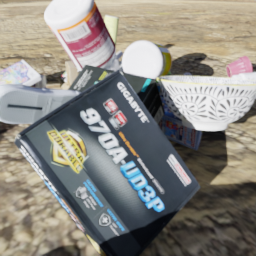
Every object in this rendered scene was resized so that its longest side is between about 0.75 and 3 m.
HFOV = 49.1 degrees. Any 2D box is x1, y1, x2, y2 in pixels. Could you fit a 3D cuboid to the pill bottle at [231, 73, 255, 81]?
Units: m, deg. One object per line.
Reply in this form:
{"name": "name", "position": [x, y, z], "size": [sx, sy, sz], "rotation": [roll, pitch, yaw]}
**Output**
{"name": "pill bottle", "position": [5.116, -2.029, 12.105], "size": [1.186, 0.672, 0.672], "rotation": [-6, 31, -11]}

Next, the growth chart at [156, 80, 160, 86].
{"name": "growth chart", "position": [1.698, -1.685, 10.464], "size": [2.149, 0.263, 2.970], "rotation": [-2, 16, -9]}

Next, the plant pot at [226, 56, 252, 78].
{"name": "plant pot", "position": [5.154, -2.751, 13.135], "size": [0.916, 1.024, 1.024], "rotation": [-15, 30, 4]}

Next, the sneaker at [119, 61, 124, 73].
{"name": "sneaker", "position": [-0.224, -2.253, 11.770], "size": [1.068, 1.014, 2.653], "rotation": [-30, 31, 4]}

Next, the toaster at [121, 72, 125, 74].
{"name": "toaster", "position": [-0.517, -1.335, 10.105], "size": [1.459, 1.319, 0.866], "rotation": [3, 30, -13]}

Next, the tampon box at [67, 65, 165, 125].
{"name": "tampon box", "position": [-0.478, -0.479, 8.004], "size": [2.395, 1.512, 1.795], "rotation": [18, 66, 28]}

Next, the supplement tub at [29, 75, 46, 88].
{"name": "supplement tub", "position": [-4.039, -1.902, 11.829], "size": [1.009, 0.733, 0.733], "rotation": [0, 30, 0]}

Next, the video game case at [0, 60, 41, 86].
{"name": "video game case", "position": [-4.969, -1.707, 11.068], "size": [2.631, 0.237, 1.884], "rotation": [-34, 47, -19]}

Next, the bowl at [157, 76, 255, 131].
{"name": "bowl", "position": [2.031, -0.649, 7.289], "size": [2.644, 1.241, 2.644], "rotation": [2, 13, 0]}

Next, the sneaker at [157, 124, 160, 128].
{"name": "sneaker", "position": [0.652, 0.272, 6.689], "size": [0.580, 0.493, 1.271], "rotation": [-27, 21, 33]}

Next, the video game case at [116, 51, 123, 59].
{"name": "video game case", "position": [-1.278, -2.491, 12.191], "size": [1.966, 0.247, 2.160], "rotation": [-28, 17, 28]}

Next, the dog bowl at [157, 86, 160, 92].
{"name": "dog bowl", "position": [0.918, -1.276, 11.008], "size": [0.970, 0.432, 1.741], "rotation": [-4, 29, -14]}

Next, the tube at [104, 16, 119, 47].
{"name": "tube", "position": [-0.944, -3.978, 13.491], "size": [0.679, 2.615, 0.759], "rotation": [0, 26, -23]}

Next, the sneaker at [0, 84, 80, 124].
{"name": "sneaker", "position": [-1.733, -0.490, 5.998], "size": [0.957, 0.987, 2.703], "rotation": [25, 8, 38]}

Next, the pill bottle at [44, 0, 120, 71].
{"name": "pill bottle", "position": [-1.245, -2.648, 8.559], "size": [1.475, 2.584, 1.475], "rotation": [-10, 55, 15]}

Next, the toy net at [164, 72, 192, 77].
{"name": "toy net", "position": [2.346, -2.403, 13.105], "size": [1.608, 0.311, 0.843], "rotation": [-2, 30, -4]}

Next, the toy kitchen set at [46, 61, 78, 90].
{"name": "toy kitchen set", "position": [-2.854, -1.879, 10.978], "size": [1.620, 1.461, 1.321], "rotation": [-8, 35, -17]}

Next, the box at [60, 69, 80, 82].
{"name": "box", "position": [-2.387, -2.411, 12.112], "size": [0.590, 0.186, 1.072], "rotation": [39, 88, 26]}

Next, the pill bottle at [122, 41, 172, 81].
{"name": "pill bottle", "position": [0.787, -2.349, 10.011], "size": [1.371, 1.371, 2.509], "rotation": [10, 16, 16]}

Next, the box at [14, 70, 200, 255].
{"name": "box", "position": [-0.261, 0.700, 5.158], "size": [2.263, 2.848, 0.655], "rotation": [-38, 6, -28]}

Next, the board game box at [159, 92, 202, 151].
{"name": "board game box", "position": [1.764, -0.379, 9.135], "size": [2.626, 0.810, 2.625], "rotation": [-20, 36, -30]}
